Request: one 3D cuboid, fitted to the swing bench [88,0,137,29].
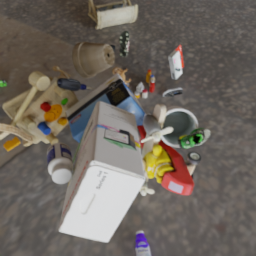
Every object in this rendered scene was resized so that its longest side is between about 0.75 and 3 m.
[{"bbox_3d":[-0.936,-6.605,15.811,2.265,1.477,2.277,-15,55,-14],"label":"swing bench"}]

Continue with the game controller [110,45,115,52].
[{"bbox_3d":[-0.889,-3.371,12.486,0.493,0.946,0.199,9,63,-13],"label":"game controller"}]

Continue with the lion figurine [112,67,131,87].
[{"bbox_3d":[-0.251,-2.076,11.696,0.379,1.047,0.641,-12,18,47],"label":"lion figurine"}]

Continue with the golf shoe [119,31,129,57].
[{"bbox_3d":[-0.137,-3.293,10.928,0.395,1.022,0.450,15,30,10],"label":"golf shoe"}]

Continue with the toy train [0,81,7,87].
[{"bbox_3d":[-5.878,-1.916,12.371,0.987,0.278,0.206,-14,50,-12],"label":"toy train"}]

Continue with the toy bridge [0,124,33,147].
[{"bbox_3d":[-3.563,0.129,7.891,0.673,2.003,0.273,-25,61,33],"label":"toy bridge"}]

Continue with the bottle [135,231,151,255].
[{"bbox_3d":[0.395,3.322,7.689,0.387,0.303,0.927,-6,49,-5],"label":"bottle"}]

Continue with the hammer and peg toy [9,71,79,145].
[{"bbox_3d":[-2.763,-0.664,9.176,0.981,2.781,2.046,40,83,28],"label":"hammer and peg toy"}]

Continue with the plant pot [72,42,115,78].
[{"bbox_3d":[-1.279,-2.767,11.063,1.253,1.444,1.444,-4,43,30],"label":"plant pot"}]

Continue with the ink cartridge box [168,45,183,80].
[{"bbox_3d":[2.146,-2.808,11.998,0.245,1.126,0.978,22,56,37],"label":"ink cartridge box"}]

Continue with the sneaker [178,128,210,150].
[{"bbox_3d":[1.826,0.282,7.303,1.131,0.482,0.441,-22,93,-39],"label":"sneaker"}]

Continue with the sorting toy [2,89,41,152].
[{"bbox_3d":[-3.770,-0.341,10.616,2.651,0.355,1.975,-38,80,-29],"label":"sorting toy"}]

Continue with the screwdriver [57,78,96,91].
[{"bbox_3d":[-1.267,-1.350,9.511,0.387,0.371,2.663,7,4,41],"label":"screwdriver"}]

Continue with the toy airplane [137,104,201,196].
[{"bbox_3d":[0.595,0.731,7.995,1.768,2.495,2.506,-19,92,-31],"label":"toy airplane"}]

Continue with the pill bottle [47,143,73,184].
[{"bbox_3d":[-1.762,0.922,7.269,0.640,0.640,1.069,-12,33,-10],"label":"pill bottle"}]

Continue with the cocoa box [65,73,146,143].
[{"bbox_3d":[-0.685,-0.364,9.400,2.263,1.509,1.485,-35,44,8],"label":"cocoa box"}]

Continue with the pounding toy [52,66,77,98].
[{"bbox_3d":[-2.194,-1.644,10.032,0.756,1.317,0.753,-39,25,-25],"label":"pounding toy"}]

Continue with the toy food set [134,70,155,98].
[{"bbox_3d":[0.770,-1.869,12.092,0.665,0.627,1.393,26,53,21],"label":"toy food set"}]

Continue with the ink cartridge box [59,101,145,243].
[{"bbox_3d":[-0.662,0.972,7.120,1.234,2.129,2.940,20,26,-14],"label":"ink cartridge box"}]

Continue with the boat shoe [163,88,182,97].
[{"bbox_3d":[1.914,-1.445,11.932,0.854,0.299,0.283,-14,57,-6],"label":"boat shoe"}]

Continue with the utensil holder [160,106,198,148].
[{"bbox_3d":[1.423,-0.103,8.390,1.109,1.109,1.304,3,11,3],"label":"utensil holder"}]
